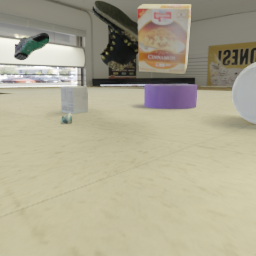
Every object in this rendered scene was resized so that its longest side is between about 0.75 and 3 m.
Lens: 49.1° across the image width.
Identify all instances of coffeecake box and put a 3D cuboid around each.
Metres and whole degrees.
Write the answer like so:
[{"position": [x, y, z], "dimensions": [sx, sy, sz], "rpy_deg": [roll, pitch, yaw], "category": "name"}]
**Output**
[{"position": [1.087, -2.700, 8.520], "dimensions": [1.462, 1.904, 0.696], "rpy_deg": [6, 34, 14], "category": "coffeecake box"}]

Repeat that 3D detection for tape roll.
[{"position": [2.248, -1.732, 14.934], "dimensions": [2.759, 1.172, 2.759], "rpy_deg": [1, 11, 0], "category": "tape roll"}]

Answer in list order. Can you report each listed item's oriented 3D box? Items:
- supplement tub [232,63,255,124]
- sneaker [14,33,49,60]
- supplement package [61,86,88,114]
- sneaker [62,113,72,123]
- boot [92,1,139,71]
[{"position": [4.765, -1.212, 9.502], "dimensions": [2.090, 2.090, 2.890], "rpy_deg": [6, 12, 31], "category": "supplement tub"}, {"position": [-3.872, -3.401, 10.976], "dimensions": [1.787, 0.782, 0.665], "rpy_deg": [-23, -19, 24], "category": "sneaker"}, {"position": [-2.387, -1.267, 12.471], "dimensions": [0.856, 1.136, 0.862], "rpy_deg": [8, 13, 37], "category": "supplement package"}, {"position": [-2.152, -0.352, 9.824], "dimensions": [0.356, 0.320, 0.825], "rpy_deg": [-5, 11, -9], "category": "sneaker"}, {"position": [-0.648, -3.653, 11.617], "dimensions": [2.862, 1.033, 2.162], "rpy_deg": [23, -45, -32], "category": "boot"}]
